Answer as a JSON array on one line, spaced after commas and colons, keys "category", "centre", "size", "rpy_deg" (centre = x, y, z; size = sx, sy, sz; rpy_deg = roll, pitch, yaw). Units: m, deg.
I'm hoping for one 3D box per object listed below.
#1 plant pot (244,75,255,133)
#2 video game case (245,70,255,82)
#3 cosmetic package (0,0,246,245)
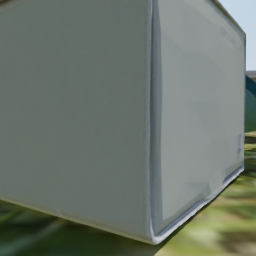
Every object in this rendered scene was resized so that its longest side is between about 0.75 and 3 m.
[{"category": "plant pot", "centre": [1.806, -0.348, 4.587], "size": [1.148, 0.773, 1.148], "rpy_deg": [27, 31, -18]}, {"category": "video game case", "centre": [3.977, -1.075, 9.854], "size": [1.690, 1.865, 0.334], "rpy_deg": [2, 4, 17]}, {"category": "cosmetic package", "centre": [-0.607, -0.152, 1.873], "size": [2.423, 0.886, 1.254], "rpy_deg": [1, 3, 32]}]
